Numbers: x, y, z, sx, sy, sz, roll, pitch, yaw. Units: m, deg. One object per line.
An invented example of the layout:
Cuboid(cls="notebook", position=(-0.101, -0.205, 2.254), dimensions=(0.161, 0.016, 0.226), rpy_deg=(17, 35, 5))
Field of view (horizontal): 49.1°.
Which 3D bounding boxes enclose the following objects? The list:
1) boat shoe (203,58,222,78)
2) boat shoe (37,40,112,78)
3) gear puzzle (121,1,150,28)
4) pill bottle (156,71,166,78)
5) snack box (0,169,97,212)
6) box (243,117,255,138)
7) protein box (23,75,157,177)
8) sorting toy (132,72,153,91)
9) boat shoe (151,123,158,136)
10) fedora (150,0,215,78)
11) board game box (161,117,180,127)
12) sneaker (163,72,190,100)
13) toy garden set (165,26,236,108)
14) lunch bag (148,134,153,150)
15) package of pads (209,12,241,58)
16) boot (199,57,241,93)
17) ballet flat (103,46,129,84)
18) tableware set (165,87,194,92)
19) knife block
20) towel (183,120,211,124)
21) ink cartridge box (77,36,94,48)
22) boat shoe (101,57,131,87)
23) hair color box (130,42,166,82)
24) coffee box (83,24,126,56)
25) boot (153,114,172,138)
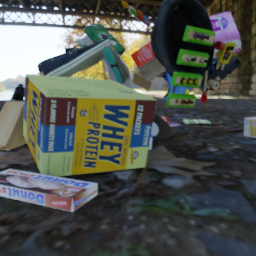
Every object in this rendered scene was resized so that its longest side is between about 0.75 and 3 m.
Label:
Cuboid(cls="boat shoe", position=(3.867, -3.079, 12.412), dimensions=(0.883, 2.571, 1.082), rpy_deg=(20, 50, 22))
Cuboid(cls="boat shoe", position=(-1.826, -2.420, 9.651), dimensions=(2.844, 0.885, 1.061), rpy_deg=(-31, -7, -13))
Cuboid(cls="gear puzzle", position=(0.262, -3.731, 9.031), dimensions=(1.167, 0.153, 0.604), rpy_deg=(28, 40, -27))
Cuboid(cls="pill bottle", position=(1.287, -2.775, 12.049), dimensions=(1.171, 1.171, 2.059), rpy_deg=(4, 7, 23))
Cuboid(cls="snack box", position=(-1.760, 1.152, 5.397), dimensions=(2.250, 0.274, 0.809), rpy_deg=(4, 9, 24))
Cuboid(cls="box", position=(5.622, -0.050, 11.761), dimensions=(1.427, 0.803, 0.723), rpy_deg=(-6, 10, -29))
Cuboid(cls="protein box", position=(-1.174, -0.213, 7.414), dimensions=(2.682, 1.823, 2.702), rpy_deg=(-1, 19, -29))
Cuboid(cls="sorting toy", position=(0.784, -2.505, 14.609), dimensions=(1.043, 0.365, 1.050), rpy_deg=(28, -18, 6))
Cuboid(cls="boat shoe", position=(0.150, 0.043, 11.355), dimensions=(2.136, 0.789, 0.730), rpy_deg=(0, -8, 6))
Cuboid(cls="fedora", position=(1.310, -2.304, 7.541), dimensions=(2.288, 2.288, 1.045), rpy_deg=(-5, 9, -33))
Cuboid(cls="board game box", position=(1.847, -0.379, 15.413), dimensions=(1.584, 0.390, 2.005), rpy_deg=(-6, 10, -35))
Cuboid(cls="sneaker", position=(2.009, -2.368, 11.099), dimensions=(1.151, 2.936, 0.968), rpy_deg=(9, 24, 6))
Cuboid(cls="toy garden set", position=(1.910, -1.397, 7.049), dimensions=(1.636, 1.963, 0.392), rpy_deg=(-2, 25, -33))
Cuboid(cls="lunch bag", position=(0.090, 0.334, 9.703), dimensions=(1.436, 0.677, 1.792), rpy_deg=(0, 9, -10))
Cuboid(cls="package of pads", position=(2.799, -2.887, 8.713), dimensions=(1.061, 0.666, 1.761), rpy_deg=(-9, 41, 17))
Cuboid(cls="boot", position=(3.799, -2.338, 12.046), dimensions=(0.617, 1.880, 1.550), rpy_deg=(42, 17, -17))
Cuboid(cls="ballet flat", position=(-0.375, -2.090, 9.036), dimensions=(0.474, 1.408, 0.448), rpy_deg=(10, 49, 39))
Cuboid(cls="tableware set", position=(3.034, -2.265, 14.166), dimensions=(1.493, 0.453, 2.259), rpy_deg=(9, 45, 40))
Cuboid(cls="knife block", position=(-4.014, -0.492, 9.968), dimensions=(0.802, 2.199, 2.505), rpy_deg=(0, 8, 11))
Cuboid(cls="towel", position=(3.879, -0.330, 15.914), dimensions=(1.410, 0.165, 1.075), rpy_deg=(2, 9, 4))
Cuboid(cls="ink cartridge box", position=(-1.543, -3.494, 11.932), dimensions=(1.200, 0.966, 0.301), rpy_deg=(-11, 27, 46))
Cuboid(cls="boat shoe", position=(-0.707, -3.211, 13.482), dimensions=(1.060, 2.942, 1.043), rpy_deg=(-23, 33, 8))
Cuboid(cls="hair color box", position=(1.245, -2.483, 9.121), dimensions=(2.128, 0.652, 1.080), rpy_deg=(-30, -23, 9))
Cuboid(cls="coffee box", position=(-0.885, -3.343, 10.785), dimensions=(0.338, 1.536, 0.945), rpy_deg=(-47, -3, 38))
Cuboid(cls="boot", position=(0.997, -0.115, 12.548), dimensions=(2.255, 0.777, 2.420), rpy_deg=(33, -3, 14))
